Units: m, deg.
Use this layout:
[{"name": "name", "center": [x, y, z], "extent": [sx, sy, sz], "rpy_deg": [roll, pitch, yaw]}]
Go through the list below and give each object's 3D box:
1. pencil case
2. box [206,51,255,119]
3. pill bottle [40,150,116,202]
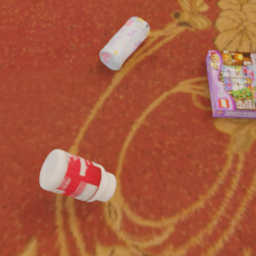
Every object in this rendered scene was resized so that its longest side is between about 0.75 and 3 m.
[{"name": "pencil case", "center": [-0.109, -3.566, 11.846], "extent": [1.135, 1.040, 2.502], "rpy_deg": [18, 60, 39]}, {"name": "box", "center": [4.286, -1.762, 11.111], "extent": [2.028, 0.579, 2.963], "rpy_deg": [2, 61, 1]}, {"name": "pill bottle", "center": [-1.408, 1.484, 8.188], "extent": [2.041, 1.146, 1.146], "rpy_deg": [27, 55, -33]}]
